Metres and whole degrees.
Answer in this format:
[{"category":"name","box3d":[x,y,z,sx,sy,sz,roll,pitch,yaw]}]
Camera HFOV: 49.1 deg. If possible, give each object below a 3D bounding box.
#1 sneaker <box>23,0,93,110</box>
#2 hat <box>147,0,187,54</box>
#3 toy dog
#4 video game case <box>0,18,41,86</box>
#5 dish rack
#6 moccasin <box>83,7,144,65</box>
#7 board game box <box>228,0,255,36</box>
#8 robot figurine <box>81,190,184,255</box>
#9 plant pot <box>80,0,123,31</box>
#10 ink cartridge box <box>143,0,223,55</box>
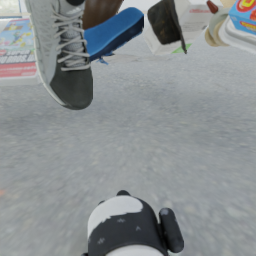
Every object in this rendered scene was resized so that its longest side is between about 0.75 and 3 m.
[{"category":"sneaker","box3d":[-1.013,-1.526,4.528,0.959,2.557,1.477,-23,12,-28]},{"category":"hat","box3d":[0.875,-2.554,6.774,0.717,1.778,1.778,-15,22,17]},{"category":"toy dog","box3d":[3.339,-3.402,7.991,2.851,1.373,1.881,-31,14,-16]},{"category":"video game case","box3d":[-2.861,-2.178,7.624,1.966,0.240,2.750,0,52,14]},{"category":"dish rack","box3d":[3.046,-2.355,5.796,1.739,0.441,2.026,28,71,17]},{"category":"moccasin","box3d":[-0.586,-2.269,7.695,2.546,0.868,1.024,-28,63,-2]},{"category":"board game box","box3d":[2.238,-1.706,3.401,0.394,1.410,1.381,28,10,-49]},{"category":"robot figurine","box3d":[-0.013,1.543,3.566,0.996,1.199,1.596,15,22,-16]},{"category":"plant pot","box3d":[-0.907,-3.967,8.237,1.957,2.094,1.957,9,46,-9]},{"category":"ink cartridge box","box3d":[1.748,-3.492,9.212,1.577,2.167,0.910,-15,70,-33]}]
